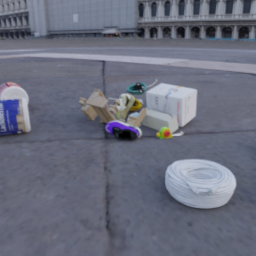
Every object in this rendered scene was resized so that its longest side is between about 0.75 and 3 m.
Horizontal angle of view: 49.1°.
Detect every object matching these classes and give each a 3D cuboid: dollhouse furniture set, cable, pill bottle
[{"bbox_3d":[-0.667,-0.874,10.992,2.567,1.331,1.136,16,64,36],"label":"dollhouse furniture set"},{"bbox_3d":[1.724,1.281,6.743,1.636,0.566,1.636,-10,19,-32],"label":"cable"},{"bbox_3d":[-4.773,-0.347,10.130,2.229,1.290,1.290,-8,22,-19],"label":"pill bottle"},{"bbox_3d":[-5.522,-1.500,13.281,1.192,1.192,2.088,-11,21,-28],"label":"pill bottle"}]

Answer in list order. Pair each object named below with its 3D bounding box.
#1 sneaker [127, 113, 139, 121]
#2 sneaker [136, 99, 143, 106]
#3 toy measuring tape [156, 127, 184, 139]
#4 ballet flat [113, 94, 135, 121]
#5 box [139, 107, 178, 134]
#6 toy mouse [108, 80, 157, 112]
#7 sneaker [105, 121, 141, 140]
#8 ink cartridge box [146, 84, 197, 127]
[{"bbox_3d":[0.298,-0.400,11.677,0.362,0.327,0.884,22,35,25],"label":"sneaker"},{"bbox_3d":[0.370,-1.256,13.890,0.890,0.334,0.386,0,35,-26],"label":"sneaker"},{"bbox_3d":[1.521,0.139,10.130,1.120,0.412,0.412,-9,22,-22],"label":"toy measuring tape"},{"bbox_3d":[-0.199,-1.057,12.117,0.736,0.736,2.084,5,38,14],"label":"ballet flat"},{"bbox_3d":[1.165,-0.297,10.820,0.522,0.628,1.528,-34,37,-30],"label":"box"},{"bbox_3d":[0.777,-1.517,13.458,2.595,0.502,2.306,22,53,25],"label":"toy mouse"},{"bbox_3d":[-0.303,0.126,9.997,1.435,0.499,0.713,11,25,27],"label":"sneaker"},{"bbox_3d":[1.766,-0.956,11.402,1.669,1.229,1.207,17,35,35],"label":"ink cartridge box"}]
